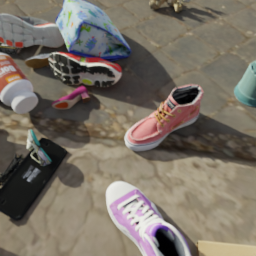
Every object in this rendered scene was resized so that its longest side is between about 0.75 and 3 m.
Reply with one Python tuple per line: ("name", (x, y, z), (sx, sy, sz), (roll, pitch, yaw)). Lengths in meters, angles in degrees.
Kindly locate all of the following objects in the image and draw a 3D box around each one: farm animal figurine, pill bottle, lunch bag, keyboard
("farm animal figurine", (1.927, -5.882, 12.687), (1.818, 0.914, 1.468), (10, 72, 3))
("pill bottle", (-3.587, -1.329, 8.577), (1.014, 1.014, 1.807), (-34, 74, -24))
("lunch bag", (-1.220, -3.540, 10.384), (2.404, 1.532, 2.044), (2, 48, -38))
("keyboard", (-2.707, 1.241, 7.507), (1.187, 0.452, 2.281), (34, 55, -4))

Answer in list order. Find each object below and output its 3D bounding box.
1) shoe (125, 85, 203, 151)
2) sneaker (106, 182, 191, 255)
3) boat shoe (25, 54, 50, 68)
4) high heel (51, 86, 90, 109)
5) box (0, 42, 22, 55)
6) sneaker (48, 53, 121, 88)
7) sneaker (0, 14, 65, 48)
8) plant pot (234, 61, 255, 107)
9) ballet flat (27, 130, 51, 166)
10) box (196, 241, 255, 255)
("shoe", (1.042, -0.351, 8.114), (2.615, 1.189, 0.934), (-26, 57, -19))
("sneaker", (0.424, 2.017, 6.048), (1.014, 1.595, 2.797), (-31, 57, -20))
("boat shoe", (-3.195, -2.498, 10.315), (1.140, 0.404, 0.395), (-11, 45, -11))
("high heel", (-1.912, -0.992, 9.131), (1.276, 0.430, 0.613), (-14, 53, -23))
("box", (-4.868, -3.450, 11.049), (1.496, 0.369, 1.194), (8, 51, 6))
("sneaker", (-1.489, -2.053, 9.774), (2.653, 1.022, 1.126), (17, 34, 12))
("sneaker", (-3.875, -3.735, 10.709), (2.898, 1.117, 1.187), (4, 33, -28))
("plant pot", (4.164, -1.469, 9.026), (1.159, 1.135, 1.159), (-1, 53, 1))
("ballet flat", (-2.489, 0.564, 7.503), (0.395, 0.395, 1.098), (-30, 78, -21))
("box", (2.763, 3.529, 5.666), (2.661, 0.283, 2.176), (4, 54, 4))
